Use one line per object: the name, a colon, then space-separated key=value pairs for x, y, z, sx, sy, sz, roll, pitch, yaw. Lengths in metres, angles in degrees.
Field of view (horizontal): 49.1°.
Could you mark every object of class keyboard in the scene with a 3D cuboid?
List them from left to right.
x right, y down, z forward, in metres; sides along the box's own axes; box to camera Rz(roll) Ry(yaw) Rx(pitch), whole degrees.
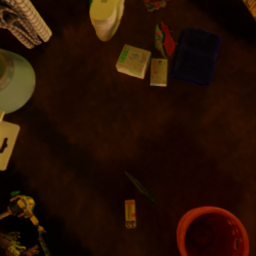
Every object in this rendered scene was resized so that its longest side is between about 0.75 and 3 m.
keyboard: x=0.407 y=1.629 z=7.758 sx=0.300 sy=1.515 sz=0.789 roll=-43 pitch=112 yaw=-4

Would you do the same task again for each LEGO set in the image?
LEGO set: x=-3.182 y=3.252 z=7.208 sx=2.295 sy=1.729 sz=2.985 roll=-19 pitch=78 yaw=-4

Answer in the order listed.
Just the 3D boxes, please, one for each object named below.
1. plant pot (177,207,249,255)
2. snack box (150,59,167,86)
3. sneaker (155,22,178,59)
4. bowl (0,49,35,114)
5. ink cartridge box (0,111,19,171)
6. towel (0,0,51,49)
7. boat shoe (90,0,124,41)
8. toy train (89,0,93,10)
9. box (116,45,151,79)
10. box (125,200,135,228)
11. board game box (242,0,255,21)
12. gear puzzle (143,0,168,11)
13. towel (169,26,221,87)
plant pot: x=2.065 y=2.921 z=7.393 sx=1.668 sy=1.519 sz=1.668 roll=0 pitch=77 yaw=-1
snack box: x=1.002 y=-1.821 z=9.165 sx=0.515 sy=0.164 sz=0.887 roll=4 pitch=77 yaw=1
sneaker: x=1.190 y=-2.705 z=9.071 sx=0.561 sy=0.675 sz=1.414 roll=2 pitch=61 yaw=-14
bowl: x=-4.115 y=-1.601 z=8.628 sx=2.157 sy=1.128 sz=2.157 roll=0 pitch=76 yaw=0
ink cartridge box: x=-4.498 y=0.080 z=7.703 sx=2.693 sy=0.914 sz=1.550 roll=20 pitch=66 yaw=-23
towel: x=-3.899 y=-3.970 z=8.475 sx=1.277 sy=2.471 sz=2.984 roll=-38 pitch=80 yaw=-1
boat shoe: x=-0.569 y=-3.949 z=9.120 sx=1.020 sy=0.970 sz=2.833 roll=0 pitch=54 yaw=3
toy train: x=-1.221 y=-4.484 z=9.753 sx=0.236 sy=0.175 sz=0.837 roll=2 pitch=82 yaw=-15
box: x=0.187 y=-2.123 z=9.040 sx=0.907 sy=0.439 sz=0.801 roll=21 pitch=78 yaw=14
box: x=0.062 y=2.514 z=8.167 sx=0.288 sy=0.192 sz=0.766 roll=-1 pitch=77 yaw=0
board game box: x=4.807 y=-4.669 z=9.408 sx=1.547 sy=0.940 sz=1.940 roll=-24 pitch=78 yaw=-5
gear puzzle: x=1.064 y=-4.430 z=9.776 sx=0.975 sy=0.128 sz=0.505 roll=-21 pitch=78 yaw=-5
towel: x=2.210 y=-2.359 z=9.132 sx=1.382 sy=0.464 sz=1.871 roll=15 pitch=78 yaw=4
